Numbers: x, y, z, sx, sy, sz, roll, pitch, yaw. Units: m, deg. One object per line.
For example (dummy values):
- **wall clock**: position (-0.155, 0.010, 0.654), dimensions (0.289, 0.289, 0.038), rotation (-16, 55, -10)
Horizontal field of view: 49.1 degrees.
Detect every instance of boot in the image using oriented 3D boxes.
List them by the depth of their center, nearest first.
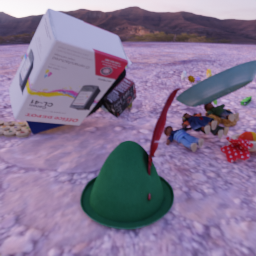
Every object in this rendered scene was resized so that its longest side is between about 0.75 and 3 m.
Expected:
- **boot**: position (-1.526, -1.666, 10.831), dimensions (2.723, 1.025, 2.036), rotation (-44, 43, -14)

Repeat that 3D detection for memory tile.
- **memory tile**: position (-4.452, 0.022, 10.555), dimensions (1.840, 0.154, 1.410), rotation (1, 22, 4)

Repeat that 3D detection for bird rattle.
- **bird rattle**: position (3.802, 0.536, 8.705), dimensions (1.958, 1.103, 1.596), rotation (-13, 10, 3)

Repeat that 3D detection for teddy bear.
- **teddy bear**: position (3.806, -0.516, 11.449), dimensions (1.098, 0.506, 1.514), rotation (-4, 22, -4)

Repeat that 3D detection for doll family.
- **doll family**: position (2.423, -0.102, 9.730), dimensions (2.718, 1.067, 1.571), rotation (-17, 32, -30)

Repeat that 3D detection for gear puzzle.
- **gear puzzle**: position (2.867, -1.554, 10.916), dimensions (0.736, 1.421, 0.186), rotation (-40, -4, -30)

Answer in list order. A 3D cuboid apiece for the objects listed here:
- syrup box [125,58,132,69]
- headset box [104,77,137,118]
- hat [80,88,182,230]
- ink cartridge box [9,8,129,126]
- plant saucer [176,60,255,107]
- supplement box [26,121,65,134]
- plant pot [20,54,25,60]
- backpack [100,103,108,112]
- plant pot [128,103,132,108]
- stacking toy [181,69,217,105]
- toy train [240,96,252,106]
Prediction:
- **syrup box**: position (-0.996, -2.936, 14.067), dimensions (2.232, 0.879, 0.909), rotation (-25, 19, 39)
- **headset box**: position (-0.210, -1.148, 10.295), dimensions (0.491, 0.973, 1.309), rotation (36, 73, 22)
- **hat**: position (0.018, 0.497, 6.380), dimensions (2.211, 2.349, 2.669), rotation (4, 22, 9)
- **ink cartridge box**: position (-1.712, -1.426, 7.733), dimensions (2.153, 2.917, 1.249), rotation (6, 49, -39)
- **plant saucer**: position (2.870, -1.259, 8.879), dimensions (2.742, 0.493, 2.742), rotation (-22, -6, -3)
- **supplement box**: position (-2.963, -1.033, 11.014), dimensions (1.428, 1.437, 2.624), rotation (-16, 20, 10)
- **plant pot**: position (-2.914, -1.995, 9.419), dimensions (1.349, 1.235, 1.349), rotation (-21, 17, 7)
- **backpack**: position (-0.927, -1.010, 11.133), dimensions (0.707, 0.750, 0.920), rotation (-40, 41, 6)
- **plant pot**: position (-0.661, -1.408, 12.871), dimensions (1.341, 1.413, 1.413), rotation (-18, 25, -9)
- **stacking toy**: position (2.915, -1.655, 11.440), dimensions (1.213, 1.609, 0.378), rotation (-5, -21, -6)
- **toy train**: position (5.860, -1.347, 13.890), dimensions (0.353, 0.261, 1.253), rotation (3, 19, 36)
